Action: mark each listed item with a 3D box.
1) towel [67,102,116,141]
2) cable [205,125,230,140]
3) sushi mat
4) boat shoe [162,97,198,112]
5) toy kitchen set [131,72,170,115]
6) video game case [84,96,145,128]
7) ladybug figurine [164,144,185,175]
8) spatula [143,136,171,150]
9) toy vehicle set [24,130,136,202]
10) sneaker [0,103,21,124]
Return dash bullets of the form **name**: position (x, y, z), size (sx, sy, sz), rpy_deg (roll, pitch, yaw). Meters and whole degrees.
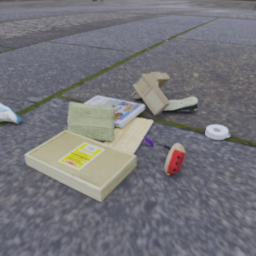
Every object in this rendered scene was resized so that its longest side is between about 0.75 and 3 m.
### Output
- **towel**: position (-1.316, -0.199, 9.839), size (1.792, 1.330, 0.327), rpy_deg (5, 11, 15)
- **cable**: position (3.262, 0.165, 10.308), size (0.803, 0.278, 0.803), rpy_deg (-23, 37, -35)
- **sushi mat**: position (-0.004, 0.234, 10.317), size (1.244, 0.157, 2.600), rpy_deg (11, 31, 17)
- **boat shoe**: position (2.147, -0.868, 11.956), size (1.641, 0.555, 0.589), rpy_deg (-7, 47, 15)
- **toy kitchen set**: position (1.176, -1.331, 12.537), size (1.892, 1.544, 1.707), rpy_deg (-16, 66, -51)
- **video game case**: position (-0.843, -0.739, 11.744), size (2.547, 0.230, 1.824), rpy_deg (14, 34, 30)
- **ladybug figurine**: position (1.409, 0.960, 8.333), size (0.358, 0.996, 0.676), rpy_deg (19, -4, 36)
- **spatula**: position (1.101, 0.600, 9.453), size (1.415, 0.400, 0.145), rpy_deg (19, 58, 27)
- **toy vehicle set**: position (-1.469, 1.012, 8.695), size (2.991, 0.396, 1.858), rpy_deg (18, 34, 28)
- **sneaker**: position (-5.006, -0.510, 11.213), size (1.716, 0.657, 0.693), rpy_deg (25, 71, 23)
